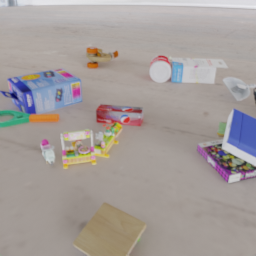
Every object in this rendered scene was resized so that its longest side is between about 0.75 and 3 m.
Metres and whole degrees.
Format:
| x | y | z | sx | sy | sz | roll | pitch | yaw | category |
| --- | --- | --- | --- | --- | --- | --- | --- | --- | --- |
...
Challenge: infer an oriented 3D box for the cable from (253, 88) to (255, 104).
| x | y | z | sx | sy | sz | roll | pitch | yaw | category |
| --- | --- | --- | --- | --- | --- | --- | --- | --- | --- |
| 5.190 | -1.112 | 9.789 | 1.443 | 1.177 | 0.367 | -15 | -18 | 28 | cable |

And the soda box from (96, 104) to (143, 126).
| x | y | z | sx | sy | sz | roll | pitch | yaw | category |
| --- | --- | --- | --- | --- | --- | --- | --- | --- | --- |
| -0.279 | -0.429 | 9.430 | 1.539 | 0.488 | 0.539 | 5 | 29 | 10 | soda box |

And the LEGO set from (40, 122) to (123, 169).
| x | y | z | sx | sy | sz | roll | pitch | yaw | category |
| --- | --- | --- | --- | --- | --- | --- | --- | --- | --- |
| -1.048 | 0.244 | 7.749 | 2.639 | 0.982 | 1.214 | -20 | 35 | -31 | LEGO set |

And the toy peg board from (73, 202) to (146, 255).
| x | y | z | sx | sy | sz | roll | pitch | yaw | category |
| --- | --- | --- | --- | --- | --- | --- | --- | --- | --- |
| -0.299 | 2.073 | 5.198 | 0.985 | 0.482 | 0.981 | 18 | 50 | 30 | toy peg board |

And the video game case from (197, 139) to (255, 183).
| x | y | z | sx | sy | sz | roll | pitch | yaw | category |
| --- | --- | --- | --- | --- | --- | --- | --- | --- | --- |
| 2.825 | 0.798 | 7.499 | 1.379 | 0.272 | 1.522 | -9 | 31 | -15 | video game case |

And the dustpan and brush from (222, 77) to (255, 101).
| x | y | z | sx | sy | sz | roll | pitch | yaw | category |
| --- | --- | --- | --- | --- | --- | --- | --- | --- | --- |
| 4.667 | -1.632 | 11.368 | 1.605 | 0.459 | 1.120 | -3 | 58 | -41 | dustpan and brush |

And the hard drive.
| x | y | z | sx | sy | sz | roll | pitch | yaw | category |
| --- | --- | --- | --- | --- | --- | --- | --- | --- | --- |
| 3.707 | 0.599 | 6.774 | 2.753 | 0.349 | 1.816 | 28 | 35 | 9 | hard drive |

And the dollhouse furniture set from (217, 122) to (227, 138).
| x | y | z | sx | sy | sz | roll | pitch | yaw | category |
| --- | --- | --- | --- | --- | --- | --- | --- | --- | --- |
| 3.234 | 0.138 | 8.432 | 1.010 | 0.505 | 0.390 | 2 | 30 | 2 | dollhouse furniture set |

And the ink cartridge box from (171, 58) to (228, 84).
| x | y | z | sx | sy | sz | roll | pitch | yaw | category |
| --- | --- | --- | --- | --- | --- | --- | --- | --- | --- |
| 3.227 | -2.669 | 13.027 | 2.407 | 0.817 | 1.386 | 3 | 30 | 5 | ink cartridge box |

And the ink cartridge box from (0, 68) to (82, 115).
| x | y | z | sx | sy | sz | roll | pitch | yaw | category |
| --- | --- | --- | --- | --- | --- | --- | --- | --- | --- |
| -3.326 | -1.360 | 10.584 | 2.669 | 1.019 | 1.821 | -22 | 36 | -30 | ink cartridge box |

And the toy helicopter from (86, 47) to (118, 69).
| x | y | z | sx | sy | sz | roll | pitch | yaw | category |
| --- | --- | --- | --- | --- | --- | --- | --- | --- | --- |
| -1.472 | -4.025 | 15.330 | 1.661 | 0.991 | 2.512 | -4 | 27 | -10 | toy helicopter |

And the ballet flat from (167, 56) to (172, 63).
| x | y | z | sx | sy | sz | roll | pitch | yaw | category |
| --- | --- | --- | --- | --- | --- | --- | --- | --- | --- |
| 2.243 | -3.857 | 15.643 | 0.906 | 0.305 | 0.308 | 21 | 36 | 32 | ballet flat |

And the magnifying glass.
| x | y | z | sx | sy | sz | roll | pitch | yaw | category |
| --- | --- | --- | --- | --- | --- | --- | --- | --- | --- |
| -3.578 | -0.336 | 9.519 | 2.408 | 0.270 | 0.959 | 1 | 29 | 0 | magnifying glass |

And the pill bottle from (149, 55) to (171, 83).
| x | y | z | sx | sy | sz | roll | pitch | yaw | category |
| --- | --- | --- | --- | --- | --- | --- | --- | --- | --- |
| 1.521 | -2.869 | 13.227 | 0.976 | 0.976 | 1.739 | 3 | 29 | 5 | pill bottle |
